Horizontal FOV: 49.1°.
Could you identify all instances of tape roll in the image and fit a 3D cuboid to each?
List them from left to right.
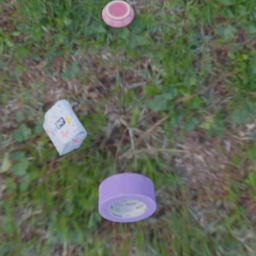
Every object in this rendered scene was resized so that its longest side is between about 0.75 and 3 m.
[{"bbox_3d":[-0.036,1.939,7.656,1.534,1.534,0.652,-3,46,-1],"label":"tape roll"}]

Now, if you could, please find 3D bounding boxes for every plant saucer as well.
[{"bbox_3d":[-0.394,-4.524,10.968,1.239,0.314,1.239,0,69,-1],"label":"plant saucer"}]

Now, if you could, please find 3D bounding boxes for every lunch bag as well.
[{"bbox_3d":[-1.762,-0.022,7.753,0.817,1.285,1.090,-24,75,-38],"label":"lunch bag"}]
